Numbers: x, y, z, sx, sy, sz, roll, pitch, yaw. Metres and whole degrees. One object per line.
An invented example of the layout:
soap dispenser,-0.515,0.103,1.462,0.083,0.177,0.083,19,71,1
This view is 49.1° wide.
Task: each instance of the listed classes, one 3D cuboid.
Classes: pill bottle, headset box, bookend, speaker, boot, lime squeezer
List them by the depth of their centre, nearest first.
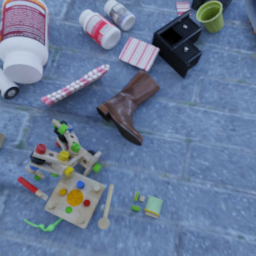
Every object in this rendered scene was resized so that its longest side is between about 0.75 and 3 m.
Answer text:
lime squeezer,-2.549,2.960,8.619,1.340,0.253,0.473,-7,69,-2
boot,0.443,-0.804,9.782,2.426,0.779,2.261,-40,66,-18
speaker,-4.729,-1.779,10.281,0.639,0.639,1.573,-41,75,-15
pill bottle,-3.804,-3.242,10.291,1.687,1.687,2.986,-5,68,-2
bookend,2.223,-3.212,10.704,1.893,0.877,1.905,-37,74,-15
pill bottle,-1.142,-3.878,10.962,1.601,0.899,0.899,43,74,15
pill bottle,-0.362,-4.587,11.354,0.706,0.706,1.241,-40,73,-14
headset box,3.616,-5.480,11.702,1.330,0.709,1.527,33,72,12

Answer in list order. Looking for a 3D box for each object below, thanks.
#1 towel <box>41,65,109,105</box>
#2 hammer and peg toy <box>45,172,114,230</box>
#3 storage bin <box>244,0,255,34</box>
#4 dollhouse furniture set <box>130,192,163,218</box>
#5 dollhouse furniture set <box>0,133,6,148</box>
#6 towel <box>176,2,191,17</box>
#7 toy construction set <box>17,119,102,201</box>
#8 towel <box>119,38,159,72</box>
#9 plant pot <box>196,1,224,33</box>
towel,-1.803,-1.464,9.545,2.438,1.784,0.365,-31,101,-10
hammer and peg toy,-1.342,2.252,8.651,2.020,0.712,1.486,22,69,8
storage bin,5.875,-4.347,10.817,1.723,1.867,2.566,5,61,-24
dollhouse furniture set,0.600,2.382,8.722,0.930,0.467,0.609,16,69,6
dollhouse furniture set,-5.334,0.257,8.873,1.613,1.979,1.882,10,68,17
towel,2.352,-5.028,11.861,0.550,0.087,0.763,-4,69,-1
toy construction set,-1.963,1.199,8.678,1.868,2.028,2.432,37,94,1
towel,0.411,-2.803,10.684,1.347,0.202,0.986,28,89,19
plant pot,3.321,-4.277,11.028,0.985,0.905,0.985,-16,59,29
